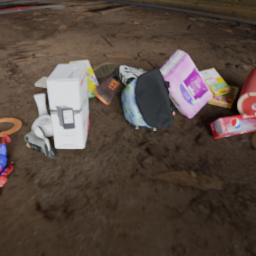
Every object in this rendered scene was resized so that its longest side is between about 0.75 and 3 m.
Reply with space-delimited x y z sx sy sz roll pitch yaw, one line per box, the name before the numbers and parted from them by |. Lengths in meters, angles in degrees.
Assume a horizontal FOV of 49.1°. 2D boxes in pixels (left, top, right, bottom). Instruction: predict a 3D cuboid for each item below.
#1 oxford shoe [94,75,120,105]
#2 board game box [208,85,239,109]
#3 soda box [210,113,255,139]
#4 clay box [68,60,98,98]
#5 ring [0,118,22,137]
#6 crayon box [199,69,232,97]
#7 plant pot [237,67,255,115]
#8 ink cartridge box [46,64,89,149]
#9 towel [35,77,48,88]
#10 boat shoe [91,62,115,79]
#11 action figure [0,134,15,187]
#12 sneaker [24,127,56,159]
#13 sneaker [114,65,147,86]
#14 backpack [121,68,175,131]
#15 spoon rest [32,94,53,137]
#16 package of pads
oxford shoe | -0.925 -1.886 13.079 0.918 0.936 2.580 41 22 -17
board game box | 4.764 -1.670 13.885 1.059 0.332 2.217 18 35 22
soda box | 4.261 -0.098 10.963 1.957 0.685 0.621 -8 73 -17
clay box | -2.150 -2.354 13.839 1.109 1.931 0.459 -18 -6 -41
ring | -5.149 0.011 11.408 1.588 0.152 1.588 -1 29 1
crayon box | 4.109 -2.099 13.502 0.990 0.406 1.575 -17 61 -22
plant pot | 5.785 -1.359 11.946 2.214 2.214 1.959 23 52 30
ink cartridge box | -2.130 -0.856 10.393 1.115 2.674 1.942 0 28 -1
towel | -4.496 -2.457 15.123 0.713 0.186 1.077 11 35 12
boat shoe | -1.773 -3.089 15.198 2.150 0.773 0.731 -27 45 -17
action figure | -4.296 1.290 9.239 0.850 0.672 2.600 -13 41 -9
sneaker | -3.208 0.657 10.207 0.756 0.705 1.907 -32 39 -22
sneaker | -0.065 -2.671 14.730 2.316 0.858 1.025 16 50 41
backpack | 0.683 -1.007 11.069 2.084 2.211 2.710 -15 7 7
spoon rest | -3.553 -0.452 11.900 1.171 0.714 2.357 -12 49 -15
package of pads | 2.327 -1.780 11.696 1.551 2.575 0.974 -46 37 -1
